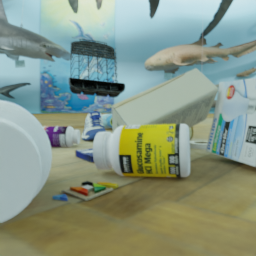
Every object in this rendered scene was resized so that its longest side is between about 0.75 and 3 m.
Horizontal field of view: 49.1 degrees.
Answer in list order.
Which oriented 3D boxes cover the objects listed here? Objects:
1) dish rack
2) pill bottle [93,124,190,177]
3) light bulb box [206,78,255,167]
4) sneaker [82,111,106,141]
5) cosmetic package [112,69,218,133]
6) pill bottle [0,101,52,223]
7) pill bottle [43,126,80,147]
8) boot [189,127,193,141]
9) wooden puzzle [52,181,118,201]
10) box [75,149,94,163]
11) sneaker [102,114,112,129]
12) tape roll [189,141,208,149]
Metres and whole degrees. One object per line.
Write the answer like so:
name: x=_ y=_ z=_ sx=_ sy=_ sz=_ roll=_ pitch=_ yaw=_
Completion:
dish rack: x=-1.380 y=-2.605 z=11.681 sx=2.241 sy=2.921 sz=0.797 roll=4 pitch=-26 yaw=-18
pill bottle: x=0.314 y=0.499 z=6.137 sx=2.015 sy=1.133 sz=1.133 roll=-2 pitch=5 yaw=14
light bulb box: x=3.217 y=-0.124 z=7.092 sx=1.298 sy=2.062 sz=2.080 roll=10 pitch=2 yaw=-16
sneaker: x=-1.577 y=-0.130 z=12.589 sx=1.064 sy=1.246 sz=2.826 roll=0 pitch=6 yaw=-14
cosmetic package: x=1.005 y=-0.415 z=7.980 sx=2.837 sy=1.469 sz=1.037 roll=-26 pitch=60 yaw=-20
pill bottle: x=-2.109 y=0.391 z=4.416 sx=1.666 sy=1.666 sz=2.969 roll=-2 pitch=6 yaw=-20
pill bottle: x=-2.458 y=0.321 z=10.184 sx=1.347 sy=0.757 sz=0.757 roll=0 pitch=5 yaw=4
boot: x=0.525 y=0.218 z=10.120 sx=2.951 sy=1.074 sz=2.293 roll=5 pitch=10 yaw=41
wooden puzzle: x=-0.724 y=1.098 z=5.013 sx=0.761 sy=0.132 sz=1.129 roll=3 pitch=6 yaw=28
box: x=-0.903 y=0.784 z=8.021 sx=0.797 sy=0.213 sz=1.315 roll=-4 pitch=5 yaw=-33
sneaker: x=-0.289 y=-0.463 z=17.289 sx=2.833 sy=1.127 sz=1.850 roll=-15 pitch=11 yaw=-35
tape roll: x=2.650 y=0.615 z=10.135 sx=1.001 sy=0.183 sz=1.001 roll=0 pitch=4 yaw=0
